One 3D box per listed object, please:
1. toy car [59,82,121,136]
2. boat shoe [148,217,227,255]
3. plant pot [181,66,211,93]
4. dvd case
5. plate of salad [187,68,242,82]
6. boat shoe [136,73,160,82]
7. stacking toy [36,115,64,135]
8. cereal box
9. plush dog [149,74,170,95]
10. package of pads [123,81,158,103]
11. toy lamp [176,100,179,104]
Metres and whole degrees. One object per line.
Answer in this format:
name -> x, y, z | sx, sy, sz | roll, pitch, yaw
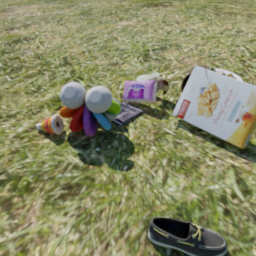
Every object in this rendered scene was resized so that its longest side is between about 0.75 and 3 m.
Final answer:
toy car -> -1.437, -0.565, 10.257 | 2.280, 1.995, 1.709 | 10, 80, 12
boat shoe -> 1.406, 2.558, 6.623 | 1.882, 0.567, 0.671 | 7, 37, 10
plant pot -> 3.236, -2.150, 12.554 | 1.491, 1.491, 1.596 | 10, 37, 14
dvd case -> -0.253, -0.577, 11.523 | 1.125, 0.121, 1.513 | 27, 42, 32
plate of salad -> 4.262, -2.534, 13.871 | 2.741, 0.658, 2.741 | 0, 36, 0
boat shoe -> 1.000, -2.385, 13.894 | 1.298, 0.388, 0.464 | -16, 59, -21
stacking toy -> -3.000, -0.063, 10.494 | 1.015, 0.741, 0.741 | -9, 31, 20
cereal box -> 3.291, -0.818, 10.186 | 2.930, 2.108, 0.579 | 30, 10, 34
plush dog -> 1.488, -1.928, 12.410 | 0.795, 0.991, 0.851 | -44, 61, -14
package of pads -> 0.526, -1.539, 12.003 | 1.442, 0.869, 0.546 | 4, -8, 30
toy lamp -> 2.401, -0.980, 12.030 | 0.226, 0.226, 0.776 | -23, 38, -29
